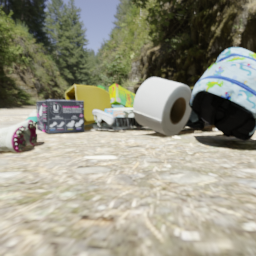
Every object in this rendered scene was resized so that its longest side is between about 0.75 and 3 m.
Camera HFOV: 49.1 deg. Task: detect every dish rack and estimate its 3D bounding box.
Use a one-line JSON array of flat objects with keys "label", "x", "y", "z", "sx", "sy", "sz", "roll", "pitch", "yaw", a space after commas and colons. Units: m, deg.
[{"label": "dish rack", "x": -0.302, "y": -0.196, "z": 11.107, "sx": 1.618, "sy": 0.575, "sz": 2.109, "roll": 2, "pitch": 6, "yaw": 35}]

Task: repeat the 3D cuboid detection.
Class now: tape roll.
[{"label": "tape roll", "x": 1.147, "y": -0.693, "z": 9.068, "sx": 1.163, "sy": 1.694, "sz": 1.694, "roll": 23, "pitch": 19, "yaw": 38}]

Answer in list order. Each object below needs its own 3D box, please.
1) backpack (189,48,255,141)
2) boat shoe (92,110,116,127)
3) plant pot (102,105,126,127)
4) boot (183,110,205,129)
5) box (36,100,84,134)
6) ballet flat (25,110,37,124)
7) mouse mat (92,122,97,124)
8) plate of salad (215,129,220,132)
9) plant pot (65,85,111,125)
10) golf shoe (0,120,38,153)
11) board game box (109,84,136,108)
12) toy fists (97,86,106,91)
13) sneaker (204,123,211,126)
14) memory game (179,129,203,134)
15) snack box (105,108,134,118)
[{"label": "backpack", "x": 2.520, "y": -0.754, "z": 6.827, "sx": 2.072, "sy": 1.953, "sz": 2.540, "roll": 36, "pitch": 13, "yaw": 18}, {"label": "boat shoe", "x": -0.990, "y": -0.295, "z": 10.325, "sx": 1.206, "sy": 0.514, "sz": 0.446, "roll": 21, "pitch": -19, "yaw": 39}, {"label": "plant pot", "x": -0.573, "y": -0.546, "z": 12.733, "sx": 0.956, "sy": 0.976, "sz": 0.958, "roll": -2, "pitch": 6, "yaw": -26}, {"label": "boot", "x": 2.166, "y": -0.297, "z": 10.823, "sx": 2.344, "sy": 0.895, "sz": 1.969, "roll": -18, "pitch": -13, "yaw": 8}, {"label": "box", "x": -2.585, "y": -0.463, "z": 10.544, "sx": 1.359, "sy": 1.180, "sz": 2.056, "roll": -3, "pitch": 6, "yaw": -28}, {"label": "ballet flat", "x": -4.570, "y": -0.557, "z": 14.181, "sx": 0.694, "sy": 0.726, "sz": 2.061, "roll": -3, "pitch": 4, "yaw": 15}, {"label": "mouse mat", "x": -1.889, "y": -0.380, "z": 15.928, "sx": 2.220, "sy": 0.104, "sz": 2.759, "roll": 4, "pitch": 8, "yaw": 40}, {"label": "plate of salad", "x": 3.315, "y": 0.132, "z": 9.183, "sx": 0.897, "sy": 0.215, "sz": 0.897, "roll": 1, "pitch": 9, "yaw": 0}, {"label": "plant pot", "x": -1.615, "y": -0.910, "z": 11.861, "sx": 1.621, "sy": 1.574, "sz": 1.585, "roll": -6, "pitch": -3, "yaw": -28}, {"label": "golf shoe", "x": -2.687, "y": 0.171, "z": 6.632, "sx": 0.817, "sy": 0.672, "sz": 1.785, "roll": -3, "pitch": 4, "yaw": -1}, {"label": "board game box", "x": -0.075, "y": -1.294, "z": 13.718, "sx": 0.466, "sy": 0.994, "sz": 1.958, "roll": -25, "pitch": -34, "yaw": 37}, {"label": "toy fists", "x": -1.750, "y": -1.092, "z": 13.377, "sx": 0.709, "sy": 2.061, "sz": 1.051, "roll": 41, "pitch": 17, "yaw": -16}, {"label": "sneaker", "x": 3.114, "y": -0.216, "z": 12.430, "sx": 1.118, "sy": 0.452, "sz": 0.646, "roll": 0, "pitch": -3, "yaw": -38}, {"label": "memory game", "x": 2.202, "y": 0.119, "z": 10.351, "sx": 1.101, "sy": 0.070, "sz": 1.101, "roll": 0, "pitch": 6, "yaw": 0}, {"label": "snack box", "x": 0.120, "y": -0.590, "z": 10.830, "sx": 1.807, "sy": 0.335, "sz": 1.050, "roll": 2, "pitch": 6, "yaw": 20}]
